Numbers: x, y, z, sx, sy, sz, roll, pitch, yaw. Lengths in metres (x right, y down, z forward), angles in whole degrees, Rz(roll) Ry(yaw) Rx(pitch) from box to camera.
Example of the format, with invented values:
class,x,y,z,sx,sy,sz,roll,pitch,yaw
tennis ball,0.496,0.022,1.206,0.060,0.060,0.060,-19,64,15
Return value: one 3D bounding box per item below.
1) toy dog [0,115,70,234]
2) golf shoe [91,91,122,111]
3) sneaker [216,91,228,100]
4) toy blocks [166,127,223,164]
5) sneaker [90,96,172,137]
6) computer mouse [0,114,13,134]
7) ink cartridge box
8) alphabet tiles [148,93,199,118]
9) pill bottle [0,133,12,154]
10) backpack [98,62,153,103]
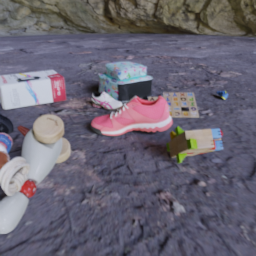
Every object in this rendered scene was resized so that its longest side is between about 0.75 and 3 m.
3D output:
class,x,y,z,sx,sy,sz,roll,pitch,yaw
toy dog,-2.444,0.793,6.384,1.345,1.842,2.793,17,31,11
golf shoe,-0.976,-1.197,12.428,1.580,0.727,0.573,13,34,26
sneaker,4.695,-1.692,13.935,0.299,0.356,0.908,29,17,-19
toy blocks,2.029,0.441,7.984,1.335,0.976,1.953,-4,-13,-10
sneaker,0.049,-0.521,9.916,2.918,1.265,1.075,-6,27,7
computer mouse,-5.120,-0.554,9.768,2.454,0.719,0.418,34,39,-16
ink cartridge box,-4.697,-1.899,13.478,2.850,1.180,2.077,-13,27,-27
alphabet tiles,1.908,-1.022,12.148,2.068,0.078,1.729,1,42,3
pill bottle,-3.882,0.648,8.332,0.627,0.627,1.118,-3,24,-8
backpack,-0.288,-2.262,13.714,2.194,1.861,2.471,-17,23,-35
